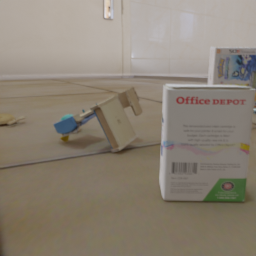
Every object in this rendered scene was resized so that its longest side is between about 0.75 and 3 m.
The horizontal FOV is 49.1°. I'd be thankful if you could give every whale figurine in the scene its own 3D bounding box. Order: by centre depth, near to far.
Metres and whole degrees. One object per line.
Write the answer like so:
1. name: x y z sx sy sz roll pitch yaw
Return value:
1. whale figurine: -1.910 -0.224 9.031 0.843 0.550 1.059 -4 21 -18

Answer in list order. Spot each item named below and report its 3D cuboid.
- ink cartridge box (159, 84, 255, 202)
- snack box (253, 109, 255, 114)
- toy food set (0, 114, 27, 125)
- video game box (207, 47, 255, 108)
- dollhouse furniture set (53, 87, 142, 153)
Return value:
1. ink cartridge box: 1.217 0.204 4.605 1.324 1.822 0.797 0 13 2
2. snack box: 5.666 -0.662 11.798 0.507 0.162 0.872 -6 15 -25
3. toy food set: -4.506 -0.251 10.001 1.465 0.294 1.011 10 23 17
4. video game box: 5.034 -2.325 13.057 2.563 2.814 0.659 -2 15 -5
5. dollhouse furniture set: -0.741 -0.057 7.709 1.864 1.216 1.760 -17 12 41
